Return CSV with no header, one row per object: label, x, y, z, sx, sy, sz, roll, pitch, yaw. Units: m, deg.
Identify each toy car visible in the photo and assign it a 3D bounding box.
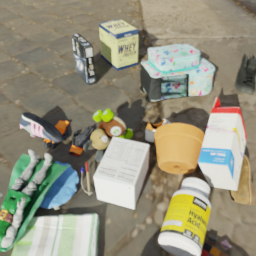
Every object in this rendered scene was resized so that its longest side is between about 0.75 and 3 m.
toy car,-0.787,0.316,9.006,1.133,1.180,1.436,-1,49,56

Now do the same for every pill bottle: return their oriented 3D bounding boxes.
pill bottle,1.456,2.142,6.855,0.986,0.986,1.773,15,49,16

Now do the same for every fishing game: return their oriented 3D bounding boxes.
fishing game,-2.188,1.658,8.087,2.216,0.345,1.587,-7,47,-9

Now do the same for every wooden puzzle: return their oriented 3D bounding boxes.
wooden puzzle,1.987,3.261,6.352,0.990,0.117,1.669,26,47,27

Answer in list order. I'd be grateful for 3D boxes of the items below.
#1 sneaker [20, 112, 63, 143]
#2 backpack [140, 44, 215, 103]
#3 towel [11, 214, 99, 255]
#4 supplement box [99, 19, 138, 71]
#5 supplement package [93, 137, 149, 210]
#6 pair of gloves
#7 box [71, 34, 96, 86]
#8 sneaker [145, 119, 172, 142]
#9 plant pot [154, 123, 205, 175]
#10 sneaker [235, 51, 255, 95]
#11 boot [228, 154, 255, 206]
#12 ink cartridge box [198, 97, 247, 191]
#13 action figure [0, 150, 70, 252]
sneaker,-2.991,0.123,9.611,1.626,0.667,0.570,33,26,9
backpack,2.009,-2.234,11.331,2.774,2.088,2.462,-2,29,-10
towel,-1.744,2.768,6.786,2.012,0.309,1.501,-1,40,-1
supplement box,-0.468,-4.070,13.657,1.193,1.776,1.778,-21,45,-23
supplement package,-0.136,1.239,7.856,1.117,1.125,1.482,12,46,13
pair of gloves,-2.057,0.291,9.769,1.667,0.206,1.486,12,42,13
box,-1.957,-3.022,12.390,0.399,1.834,1.469,-21,45,-23
sneaker,1.499,0.113,9.479,1.815,0.768,0.661,2,25,1
plant pot,1.494,0.701,8.381,1.545,1.545,1.081,7,61,8
sneaker,5.029,-2.339,11.725,0.753,1.308,2.507,18,27,7
boot,3.260,1.428,8.170,0.655,0.639,1.736,-1,41,17
ink cartridge box,2.814,0.381,8.069,0.804,1.390,2.392,2,54,34
action figure,-2.856,1.945,7.083,1.712,0.793,2.898,6,56,26
